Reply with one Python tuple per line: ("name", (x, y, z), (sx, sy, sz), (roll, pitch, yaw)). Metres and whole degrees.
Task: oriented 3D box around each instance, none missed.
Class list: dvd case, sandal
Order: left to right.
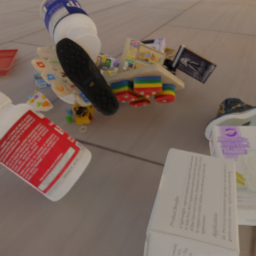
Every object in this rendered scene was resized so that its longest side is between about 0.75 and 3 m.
("sandal", (1.994, -3.004, 13.947), (0.869, 0.553, 2.311), (4, 35, 6))
("dvd case", (2.687, -2.616, 11.595), (1.660, 1.234, 0.133), (31, 61, 5))

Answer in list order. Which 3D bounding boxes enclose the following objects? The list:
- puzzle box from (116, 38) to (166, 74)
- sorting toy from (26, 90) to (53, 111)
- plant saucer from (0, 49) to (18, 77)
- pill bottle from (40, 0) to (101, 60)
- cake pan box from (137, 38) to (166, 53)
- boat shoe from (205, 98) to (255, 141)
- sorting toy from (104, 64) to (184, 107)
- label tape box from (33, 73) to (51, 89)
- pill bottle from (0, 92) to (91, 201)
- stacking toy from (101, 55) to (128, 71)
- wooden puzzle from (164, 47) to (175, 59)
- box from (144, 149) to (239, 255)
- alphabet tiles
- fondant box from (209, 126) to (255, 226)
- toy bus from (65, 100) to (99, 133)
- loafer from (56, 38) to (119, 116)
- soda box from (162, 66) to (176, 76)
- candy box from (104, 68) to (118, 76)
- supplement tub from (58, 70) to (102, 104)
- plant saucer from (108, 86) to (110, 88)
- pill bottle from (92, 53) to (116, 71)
("puzzle box", (0.530, -2.385, 10.339), (1.974, 1.313, 0.251), (5, 16, -45))
("sorting toy", (-3.732, -0.913, 11.052), (1.095, 0.585, 0.986), (30, 64, 36))
("plant saucer", (-7.263, -3.268, 14.367), (2.891, 0.532, 2.897), (-5, 35, -8))
("pill bottle", (-2.050, -3.579, 10.135), (1.576, 1.576, 2.634), (-18, 56, -24))
("cake pan box", (1.017, -4.398, 15.725), (1.986, 0.564, 2.156), (0, 34, 16))
("boat shoe", (3.389, -0.302, 9.714), (2.826, 1.000, 1.283), (-14, 36, -31))
("sorting toy", (0.600, -1.332, 9.914), (2.132, 0.746, 2.145), (-8, -14, 33))
("label tape box", (-3.930, -2.214, 13.002), (0.727, 0.319, 1.008), (-16, 37, -22))
("pill bottle", (-2.394, 0.416, 6.846), (2.730, 1.532, 1.532), (39, 36, -10))
("stacking toy", (-0.401, -2.279, 9.963), (0.894, 0.279, 1.186), (21, 9, 6))
("wooden puzzle", (1.894, -4.170, 15.970), (2.031, 0.237, 1.370), (-27, 38, -33))
("box", (1.164, 1.905, 5.408), (1.371, 2.097, 2.086), (11, 36, 12))
("alphabet tiles", (-1.994, -1.905, 9.994), (2.707, 0.198, 2.648), (49, 36, 9))
("fondant box", (3.241, 1.129, 7.192), (1.892, 0.764, 2.623), (1, 46, 6))
("toy bus", (-1.650, -0.706, 10.107), (1.309, 0.717, 1.387), (-40, 46, -18))
("loafer", (-1.328, -1.580, 9.077), (0.966, 2.844, 0.998), (-37, 6, -4))
("soda box", (1.068, -2.245, 11.892), (2.080, 0.736, 0.659), (-6, 44, -45))
("candy box", (-0.962, -3.154, 14.453), (0.894, 0.231, 1.749), (-20, 39, -22))
("supplement tub", (-2.041, -2.162, 11.783), (1.589, 1.589, 2.265), (7, 35, 10))
("plant saucer", (-0.875, -1.512, 11.626), (1.571, 0.287, 1.571), (-21, 32, 14))
("pill bottle", (-1.023, -2.565, 10.872), (1.112, 0.647, 0.647), (5, 24, -43))
